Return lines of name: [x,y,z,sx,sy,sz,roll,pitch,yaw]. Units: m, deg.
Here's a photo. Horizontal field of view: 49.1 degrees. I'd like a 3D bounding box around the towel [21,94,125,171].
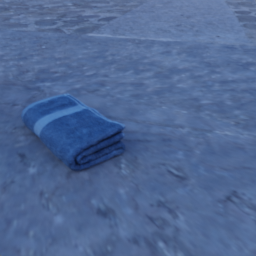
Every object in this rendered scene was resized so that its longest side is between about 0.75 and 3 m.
towel: [-1.185,-0.058,5.630,1.307,0.568,2.341,-23,38,-32]
